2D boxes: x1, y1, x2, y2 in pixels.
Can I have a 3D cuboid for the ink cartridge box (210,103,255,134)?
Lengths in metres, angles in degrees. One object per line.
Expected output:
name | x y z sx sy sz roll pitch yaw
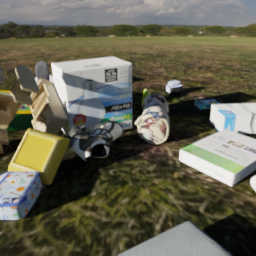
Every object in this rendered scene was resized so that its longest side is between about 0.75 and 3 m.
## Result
ink cartridge box | 4.305 -0.366 10.703 1.907 0.798 1.383 -3 22 -3

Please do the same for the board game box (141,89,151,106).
board game box | 0.804 -1.276 12.540 0.192 0.410 0.807 -2 61 27

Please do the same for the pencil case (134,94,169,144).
pencil case | 0.953 -0.446 10.440 1.191 1.036 2.662 42 21 -11

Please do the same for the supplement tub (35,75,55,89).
supplement tub | -2.950 -1.340 12.026 2.486 1.640 1.640 20 30 39

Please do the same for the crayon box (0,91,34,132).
crayon box | -4.886 -0.697 10.706 2.224 0.751 2.578 -5 28 -41

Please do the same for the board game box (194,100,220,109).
board game box | 3.774 -1.122 13.353 0.993 0.233 0.750 -2 22 -6

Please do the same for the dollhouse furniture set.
dollhouse furniture set | -3.669 -0.763 8.743 2.950 2.710 1.919 12 37 -45

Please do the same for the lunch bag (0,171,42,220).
lunch bag | -2.723 1.529 6.452 1.153 0.544 1.439 0 21 5

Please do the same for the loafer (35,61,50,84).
loafer | -3.264 -1.631 10.859 0.650 1.809 0.570 3 6 -2

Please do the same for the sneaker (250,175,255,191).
sneaker | 3.155 1.584 6.202 0.916 0.601 1.592 -8 25 -23

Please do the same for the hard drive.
hard drive | 1.109 2.635 3.766 2.078 0.490 2.978 -13 26 -29

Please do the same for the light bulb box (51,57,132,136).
light bulb box | -1.260 -1.116 10.196 2.484 2.506 1.564 -13 28 -24

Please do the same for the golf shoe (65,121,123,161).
golf shoe | -0.859 0.479 8.787 2.388 0.928 1.128 -14 55 -50

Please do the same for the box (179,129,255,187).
box | 2.995 0.773 8.409 2.460 0.447 1.775 -16 28 -37

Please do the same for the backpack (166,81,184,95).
backpack | 2.514 -2.252 15.595 0.930 0.716 0.886 -10 14 -16

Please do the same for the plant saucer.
plant saucer | -2.414 0.674 7.402 1.338 0.324 1.338 14 67 16
